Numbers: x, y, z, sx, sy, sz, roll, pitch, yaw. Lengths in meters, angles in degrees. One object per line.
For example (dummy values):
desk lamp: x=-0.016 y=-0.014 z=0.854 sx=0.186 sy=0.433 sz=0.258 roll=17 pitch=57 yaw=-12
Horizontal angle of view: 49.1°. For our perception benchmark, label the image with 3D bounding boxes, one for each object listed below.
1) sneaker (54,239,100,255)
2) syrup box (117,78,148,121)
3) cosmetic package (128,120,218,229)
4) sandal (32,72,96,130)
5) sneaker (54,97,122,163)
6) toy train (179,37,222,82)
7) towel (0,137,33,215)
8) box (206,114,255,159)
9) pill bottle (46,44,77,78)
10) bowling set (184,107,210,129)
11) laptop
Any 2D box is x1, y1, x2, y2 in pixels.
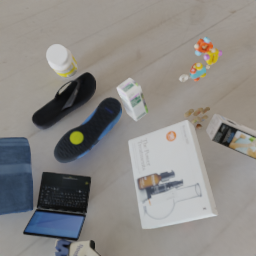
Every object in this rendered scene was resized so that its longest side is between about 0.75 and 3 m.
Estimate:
sneaker: x=-0.870 y=3.427 z=5.999 sx=1.311 sy=0.917 sz=2.269 roll=-9 pitch=54 yaw=-4
syrup box: x=0.152 y=-0.844 z=8.521 sx=0.506 sy=1.286 sz=0.524 roll=-39 pitch=54 yaw=-12
cosmetic package: x=1.018 y=1.158 z=6.933 sx=1.727 sy=0.592 sz=2.291 roll=-20 pitch=63 yaw=21
sandal: x=-2.006 y=-0.937 z=9.043 sx=0.960 sy=0.540 sz=2.523 roll=34 pitch=69 yaw=29
sneaker: x=-1.110 y=0.169 z=8.378 sx=0.825 sy=0.981 sz=2.503 roll=41 pitch=72 yaw=10
toy train: x=2.325 y=-2.279 z=9.216 sx=1.264 sy=1.683 sz=0.468 roll=-3 pitch=52 yaw=-29
towel: x=-3.144 y=1.249 z=7.413 sx=1.154 sy=0.502 sz=2.067 roll=2 pitch=65 yaw=-32
box: x=3.248 y=0.334 z=7.777 sx=1.937 sy=0.582 sz=1.130 roll=24 pitch=16 yaw=2
pill bottle: x=-2.246 y=-2.272 z=9.559 sx=0.816 sy=1.427 sz=0.816 roll=0 pitch=85 yaw=0
bowling set: x=2.283 y=-0.327 z=8.833 sx=0.882 sy=0.473 sz=0.614 roll=-14 pitch=74 yaw=-21
laptop: x=-1.731 y=1.895 z=7.017 sx=1.338 sy=0.780 sz=1.510 roll=6 pitch=78 yaw=3
